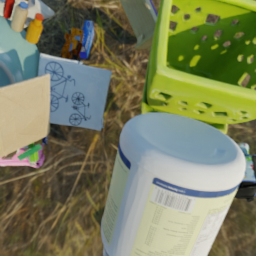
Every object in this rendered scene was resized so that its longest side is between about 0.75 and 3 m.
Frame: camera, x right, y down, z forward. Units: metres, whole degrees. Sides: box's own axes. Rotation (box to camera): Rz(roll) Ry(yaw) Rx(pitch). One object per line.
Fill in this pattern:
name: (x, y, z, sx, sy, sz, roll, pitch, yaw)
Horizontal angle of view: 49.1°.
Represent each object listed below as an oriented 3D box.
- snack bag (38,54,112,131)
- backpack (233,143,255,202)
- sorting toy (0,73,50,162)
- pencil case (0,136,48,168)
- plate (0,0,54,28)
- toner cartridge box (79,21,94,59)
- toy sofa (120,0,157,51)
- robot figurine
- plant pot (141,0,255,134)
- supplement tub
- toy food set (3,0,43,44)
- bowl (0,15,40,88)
snack bag: (-1.420, -0.863, 7.186, 1.855, 1.749, 0.199, 9, 21, -9)
backpack: (2.092, 1.026, 6.373, 1.520, 1.391, 1.117, -5, 60, 8)
sorting toy: (-2.122, 0.059, 5.319, 0.308, 2.096, 1.549, 30, 40, 23)
pencil case: (-3.212, 0.423, 6.327, 2.585, 1.118, 1.070, 2, 90, -30)
plate: (-3.358, -3.627, 8.636, 1.555, 1.558, 0.252, -10, 73, 25)
toner cartridge box: (-1.629, -3.422, 10.858, 0.301, 0.662, 1.393, 7, 61, 3)
toy sofa: (0.414, -3.382, 8.067, 1.042, 0.884, 2.135, -17, 82, -48)
robot figurine: (-1.777, -2.166, 8.444, 0.449, 1.118, 1.543, 17, 80, -31)
plant pot: (1.659, -1.371, 6.540, 2.602, 2.373, 2.615, 12, 66, -5)
supplement tub: (0.635, 1.384, 5.116, 2.080, 2.869, 2.080, 11, 25, -5)
toy food set: (-2.386, -2.864, 6.450, 0.803, 0.757, 1.681, 7, 59, -31)
bowl: (-3.361, -1.229, 6.479, 2.582, 2.582, 1.350, -13, 35, -7)
